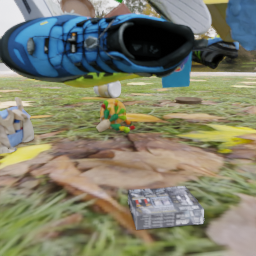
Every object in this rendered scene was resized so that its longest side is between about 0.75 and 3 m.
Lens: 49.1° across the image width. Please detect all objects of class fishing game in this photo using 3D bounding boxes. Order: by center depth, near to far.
[{"bbox_3d":[3.312,-2.675,6.628,1.974,2.757,0.428,-7,33,44],"label":"fishing game"}]

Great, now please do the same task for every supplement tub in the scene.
[{"bbox_3d":[-1.130,-2.131,15.132,1.293,0.933,0.933,10,17,37],"label":"supplement tub"}]

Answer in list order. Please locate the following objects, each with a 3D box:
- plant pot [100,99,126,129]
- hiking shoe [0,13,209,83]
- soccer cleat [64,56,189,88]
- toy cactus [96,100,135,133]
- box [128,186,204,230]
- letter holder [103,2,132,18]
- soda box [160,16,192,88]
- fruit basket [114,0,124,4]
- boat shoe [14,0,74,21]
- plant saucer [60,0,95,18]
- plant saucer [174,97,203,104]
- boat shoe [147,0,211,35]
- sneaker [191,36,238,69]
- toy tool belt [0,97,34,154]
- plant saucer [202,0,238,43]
[{"bbox_3d":[-0.517,-0.365,8.536,0.793,0.793,0.726,2,30,9],"label":"plant pot"},{"bbox_3d":[-0.403,-1.211,3.854,2.715,1.010,1.177,-5,2,-11],"label":"hiking shoe"},{"bbox_3d":[-0.044,-1.145,5.269,2.535,0.820,1.060,-15,-18,-5],"label":"soccer cleat"},{"bbox_3d":[-0.452,-0.222,7.902,0.957,1.160,0.593,-38,-2,-7],"label":"toy cactus"},{"bbox_3d":[0.473,1.042,3.744,0.868,0.216,0.685,-2,14,-9],"label":"box"},{"bbox_3d":[-0.691,-3.493,11.427,2.523,1.794,1.269,-49,17,-22],"label":"letter holder"},{"bbox_3d":[1.443,-2.517,8.478,0.885,2.608,0.837,-3,43,5],"label":"soda box"},{"bbox_3d":[-0.334,-3.638,6.556,1.482,1.069,1.482,21,18,-7],"label":"fruit basket"},{"bbox_3d":[-1.656,-2.369,5.950,0.999,2.342,0.865,-27,-1,-43],"label":"boat shoe"},{"bbox_3d":[-1.516,-3.504,8.347,1.064,1.064,0.195,-7,-12,-28],"label":"plant saucer"},{"bbox_3d":[2.897,-1.325,13.430,1.329,0.196,1.329,-1,14,0],"label":"plant saucer"},{"bbox_3d":[1.148,-2.878,6.628,2.099,0.756,0.744,49,12,19],"label":"boat shoe"},{"bbox_3d":[2.822,-2.665,10.415,0.950,1.110,2.679,-25,13,-36],"label":"sneaker"},{"bbox_3d":[-2.920,-0.104,6.603,1.088,1.071,1.743,1,14,6],"label":"toy tool belt"},{"bbox_3d":[3.195,-3.136,8.003,1.877,0.455,1.877,30,-3,-42],"label":"plant saucer"}]
